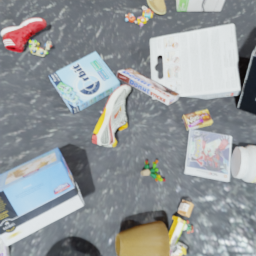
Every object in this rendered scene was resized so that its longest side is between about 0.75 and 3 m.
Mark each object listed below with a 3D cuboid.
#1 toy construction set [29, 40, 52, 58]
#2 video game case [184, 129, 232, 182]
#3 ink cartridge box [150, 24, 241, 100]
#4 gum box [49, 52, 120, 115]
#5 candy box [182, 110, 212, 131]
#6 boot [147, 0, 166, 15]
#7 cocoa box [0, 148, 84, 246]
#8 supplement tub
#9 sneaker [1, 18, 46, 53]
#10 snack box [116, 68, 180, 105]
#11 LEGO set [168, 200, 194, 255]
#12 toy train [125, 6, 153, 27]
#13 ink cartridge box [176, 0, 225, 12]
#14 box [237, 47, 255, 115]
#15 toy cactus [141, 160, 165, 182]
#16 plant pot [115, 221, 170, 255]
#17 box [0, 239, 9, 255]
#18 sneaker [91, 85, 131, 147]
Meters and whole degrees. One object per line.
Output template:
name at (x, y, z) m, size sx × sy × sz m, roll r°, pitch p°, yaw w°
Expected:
toy construction set at (-3.278, -2.968, 10.419) m, size 0.933 × 0.430 × 0.612 m, roll 9°, pitch 65°, yaw 16°
video game case at (2.522, 0.839, 8.795) m, size 1.366 × 0.172 × 1.499 m, roll 10°, pitch 66°, yaw 4°
ink cartridge box at (2.265, -2.137, 9.707) m, size 2.895 × 0.726 × 2.348 m, roll -5°, pitch 80°, yaw 20°
gum box at (-1.513, -1.600, 9.760) m, size 1.912 × 0.426 × 1.624 m, roll -31°, pitch 69°, yaw -13°
candy box at (2.280, -0.260, 9.257) m, size 0.860 × 0.243 × 0.502 m, roll -12°, pitch 66°, yaw -7°
boot at (1.214, -5.525, 10.971) m, size 0.637 × 1.361 × 1.751 m, roll -10°, pitch 72°, yaw -22°
cocoa box at (-2.490, 1.713, 7.403) m, size 2.134 × 1.423 × 1.400 m, roll -26°, pitch 108°, yaw -11°
supplement tub at (3.896, 1.093, 8.173) m, size 1.491 × 1.081 × 1.081 m, roll 7°, pitch 66°, yaw 4°
sneaker at (-3.826, -3.389, 10.547) m, size 1.754 × 0.687 × 1.013 m, roll -20°, pitch 75°, yaw 4°
snack box at (0.650, -1.418, 9.400) m, size 2.109 × 0.256 × 0.758 m, roll 32°, pitch 35°, yaw 22°
LEGO set at (1.517, 3.164, 7.404) m, size 0.877 × 1.084 × 2.357 m, roll 30°, pitch 39°, yaw -8°
toy train at (0.462, -4.513, 11.147) m, size 1.133 × 0.315 × 0.851 m, roll -39°, pitch 72°, yaw -16°
ink cartridge box at (2.884, -5.446, 11.324) m, size 1.811 × 0.761 × 1.318 m, roll 1°, pitch 66°, yaw 0°
box at (4.778, -1.954, 8.600) m, size 1.602 × 2.586 × 2.542 m, roll 24°, pitch 67°, yaw 24°
toy cactus at (0.694, 1.296, 8.363) m, size 0.701 × 0.434 × 0.850 m, roll -4°, pitch 52°, yaw -43°
plant pot at (0.304, 2.959, 7.148) m, size 1.186 × 1.105 × 1.105 m, roll 5°, pitch 64°, yaw -17°
box at (-3.532, 3.011, 7.776) m, size 0.223 × 0.239 × 1.151 m, roll -18°, pitch 68°, yaw -8°
sneaker at (-0.376, -0.370, 9.068) m, size 0.916 × 0.868 × 2.230 m, roll 23°, pitch 75°, yaw 1°
